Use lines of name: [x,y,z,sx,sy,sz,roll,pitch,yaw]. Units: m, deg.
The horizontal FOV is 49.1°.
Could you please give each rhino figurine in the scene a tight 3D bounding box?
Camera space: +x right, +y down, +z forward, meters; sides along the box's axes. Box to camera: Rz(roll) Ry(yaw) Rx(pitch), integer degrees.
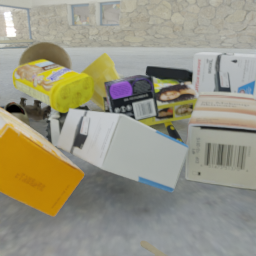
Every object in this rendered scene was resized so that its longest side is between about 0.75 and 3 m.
rhino figurine: [-2.964,-0.564,8.987,1.504,0.658,0.450,11,0,24]

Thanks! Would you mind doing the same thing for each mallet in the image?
mallet: [1.037,-0.045,7.925,0.845,0.528,2.564,-2,24,3]

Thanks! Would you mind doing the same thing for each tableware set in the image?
tableware set: [0.327,1.840,2.760,1.018,0.308,1.539,-28,26,-32]

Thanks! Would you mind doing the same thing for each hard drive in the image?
hard drive: [2.484,-2.478,13.614,2.081,0.490,2.982,13,8,33]

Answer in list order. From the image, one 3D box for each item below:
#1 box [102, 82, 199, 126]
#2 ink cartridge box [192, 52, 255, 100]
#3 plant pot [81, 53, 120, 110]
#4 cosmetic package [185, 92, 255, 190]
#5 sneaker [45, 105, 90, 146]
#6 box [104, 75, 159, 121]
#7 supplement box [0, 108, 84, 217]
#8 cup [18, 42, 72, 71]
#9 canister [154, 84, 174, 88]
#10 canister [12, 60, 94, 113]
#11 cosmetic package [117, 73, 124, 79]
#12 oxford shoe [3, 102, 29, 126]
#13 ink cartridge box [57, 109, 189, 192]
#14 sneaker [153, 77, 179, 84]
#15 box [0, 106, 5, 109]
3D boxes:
box: [0.651,-0.625,8.154,2.702,0.677,1.017,-11,38,-2]
ink cartridge box: [4.032,-2.132,11.653,2.528,1.828,1.065,12,23,31]
plant pot: [-0.886,-1.481,9.648,1.623,1.527,1.623,-40,12,11]
cosmetic package: [2.161,0.078,6.302,1.448,1.222,2.802,4,20,16]
sneaker: [-1.575,-0.324,7.866,1.216,0.893,2.687,-3,27,-10]
box: [0.016,-0.725,6.694,1.037,0.900,1.697,-12,13,-4]
supplement box: [-1.888,0.373,4.708,1.421,0.829,2.254,42,-11,-36]
cup: [-3.652,-2.557,12.877,2.278,2.278,1.629,-2,-7,-5]
canister: [1.654,-1.590,12.017,1.371,0.593,1.018,-2,20,-10]
canister: [-2.019,-1.182,7.493,1.794,0.777,1.333,25,38,28]
cosmetic package: [-0.922,-2.575,14.774,0.857,0.605,1.656,-8,22,-22]
oxford shoe: [-3.182,-0.353,7.960,0.817,0.868,2.320,-2,19,-30]
ink cartridge box: [-0.201,0.320,4.912,1.431,0.826,1.972,23,-7,-32]
sneaker: [1.356,-1.920,12.976,1.952,0.739,1.025,5,7,-7]
box: [-4.149,-0.574,9.621,0.775,0.198,0.611,-5,26,-6]
